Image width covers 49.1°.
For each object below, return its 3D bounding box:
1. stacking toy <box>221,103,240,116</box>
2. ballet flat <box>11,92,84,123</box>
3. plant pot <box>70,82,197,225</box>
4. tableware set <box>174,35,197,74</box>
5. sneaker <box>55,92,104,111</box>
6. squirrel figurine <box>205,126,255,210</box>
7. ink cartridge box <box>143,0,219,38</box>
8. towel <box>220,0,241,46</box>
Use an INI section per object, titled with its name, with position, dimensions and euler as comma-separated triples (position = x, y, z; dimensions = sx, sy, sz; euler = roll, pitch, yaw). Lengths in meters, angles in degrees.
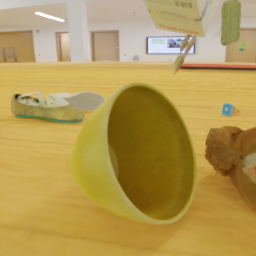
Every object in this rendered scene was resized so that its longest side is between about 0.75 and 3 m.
[stacking toy]
position = 3.994, -0.670, 10.626
dimensions = 0.813, 0.446, 0.472
euler = 4, 9, -31
[ballet flat]
position = -2.924, -0.782, 9.870
dimensions = 2.919, 1.032, 1.032
euler = 6, 18, 20
[plant pot]
position = -0.080, 0.494, 4.403
dimensions = 1.430, 2.014, 2.014
euler = -21, 0, 40
[tableware set]
position = 2.450, -3.338, 11.113
dimensions = 0.270, 2.331, 1.947
euler = 34, 68, 9
[sneaker]
position = -2.130, -1.180, 11.524
dimensions = 2.166, 0.798, 1.252
euler = -5, 20, -13
[squirrel figurine]
position = 2.428, 0.480, 4.986
dimensions = 2.020, 1.429, 1.885
euler = 17, 17, 38
[ink cartridge box]
position = 1.078, -2.804, 5.558
dimensions = 1.191, 1.170, 1.617
euler = 21, -6, 24
[towel]
position = 2.985, -3.081, 8.161
dimensions = 0.911, 1.228, 0.224
euler = -26, 28, -37
